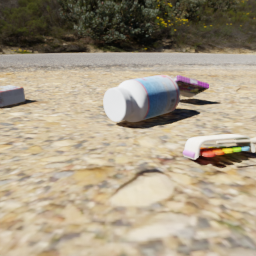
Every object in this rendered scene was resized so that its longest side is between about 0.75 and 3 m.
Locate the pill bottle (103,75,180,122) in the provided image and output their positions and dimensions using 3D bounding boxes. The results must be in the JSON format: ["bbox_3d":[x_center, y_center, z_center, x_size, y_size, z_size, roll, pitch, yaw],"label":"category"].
[{"bbox_3d":[0.482,-0.987,9.539,2.570,1.397,1.397,-17,25,-41],"label":"pill bottle"}]

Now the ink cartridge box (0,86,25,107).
[{"bbox_3d":[-5.445,-1.351,11.842,1.341,0.641,1.528,10,21,30],"label":"ink cartridge box"}]

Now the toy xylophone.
[{"bbox_3d":[2.176,0.425,6.489,1.700,0.427,1.245,-4,3,-8],"label":"toy xylophone"}]

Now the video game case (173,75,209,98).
[{"bbox_3d":[2.388,-1.725,11.891,1.506,0.270,1.365,10,-15,-21],"label":"video game case"}]
